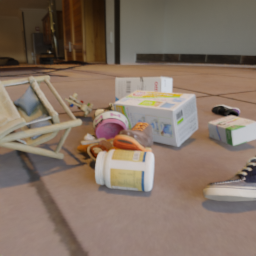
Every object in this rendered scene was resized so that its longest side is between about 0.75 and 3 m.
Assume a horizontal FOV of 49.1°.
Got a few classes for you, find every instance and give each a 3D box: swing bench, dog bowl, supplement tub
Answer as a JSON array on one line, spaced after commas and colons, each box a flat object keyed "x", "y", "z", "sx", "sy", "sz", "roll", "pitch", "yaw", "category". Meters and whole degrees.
[{"x": -3.084, "y": -0.365, "z": 7.849, "sx": 2.432, "sy": 1.578, "sz": 2.419, "roll": 1, "pitch": 39, "yaw": -47, "category": "swing bench"}, {"x": -0.603, "y": 0.039, "z": 9.731, "sx": 1.273, "sy": 1.273, "sz": 0.469, "roll": -1, "pitch": 42, "yaw": -4, "category": "dog bowl"}, {"x": -0.063, "y": 1.039, "z": 6.952, "sx": 1.342, "sy": 0.971, "sz": 0.971, "roll": 3, "pitch": 17, "yaw": 10, "category": "supplement tub"}]

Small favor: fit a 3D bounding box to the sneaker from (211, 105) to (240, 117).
[{"x": 4.785, "y": -0.801, "z": 13.811, "sx": 1.336, "sy": 0.506, "sz": 0.585, "roll": 7, "pitch": 24, "yaw": 22, "category": "sneaker"}]

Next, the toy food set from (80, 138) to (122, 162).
[{"x": -0.667, "y": 0.685, "z": 8.271, "sx": 1.081, "sy": 0.314, "sz": 1.566, "roll": -6, "pitch": 36, "yaw": -38, "category": "toy food set"}]

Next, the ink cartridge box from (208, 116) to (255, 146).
[{"x": 3.714, "y": 0.069, "z": 10.008, "sx": 1.065, "sy": 0.618, "sz": 1.471, "roll": -16, "pitch": 15, "yaw": -13, "category": "ink cartridge box"}]

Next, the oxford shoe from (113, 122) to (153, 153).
[{"x": 0.205, "y": 0.229, "z": 8.022, "sx": 0.923, "sy": 0.944, "sz": 2.589, "roll": 13, "pitch": -6, "yaw": 13, "category": "oxford shoe"}]

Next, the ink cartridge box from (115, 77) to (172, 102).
[{"x": 0.686, "y": -1.395, "z": 12.937, "sx": 2.522, "sy": 1.830, "sz": 1.056, "roll": 6, "pitch": 10, "yaw": 36, "category": "ink cartridge box"}]

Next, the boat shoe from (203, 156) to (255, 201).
[{"x": 2.710, "y": 1.110, "z": 6.344, "sx": 2.148, "sy": 0.996, "sz": 0.802, "roll": 2, "pitch": -22, "yaw": -7, "category": "boat shoe"}]

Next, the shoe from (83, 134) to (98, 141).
[{"x": -1.255, "y": 0.366, "z": 9.957, "sx": 0.330, "sy": 0.252, "sz": 0.943, "roll": 21, "pitch": 3, "yaw": 22, "category": "shoe"}]

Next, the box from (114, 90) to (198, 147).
[{"x": 1.004, "y": -0.454, "z": 10.452, "sx": 2.712, "sy": 1.374, "sz": 1.525, "roll": 10, "pitch": 32, "yaw": 40, "category": "box"}]

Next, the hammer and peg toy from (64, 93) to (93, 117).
[{"x": -2.199, "y": -1.089, "z": 12.782, "sx": 1.232, "sy": 0.590, "sz": 1.675, "roll": 33, "pitch": -9, "yaw": -6, "category": "hammer and peg toy"}]

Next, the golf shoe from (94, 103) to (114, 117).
[{"x": -0.660, "y": -0.671, "z": 12.466, "sx": 0.909, "sy": 1.037, "sz": 2.355, "roll": -16, "pitch": 22, "yaw": -41, "category": "golf shoe"}]

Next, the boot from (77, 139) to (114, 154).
[{"x": -0.946, "y": 0.577, "z": 9.363, "sx": 0.977, "sy": 0.480, "sz": 1.364, "roll": 6, "pitch": 12, "yaw": 39, "category": "boot"}]
